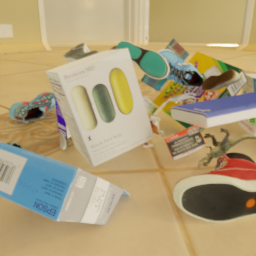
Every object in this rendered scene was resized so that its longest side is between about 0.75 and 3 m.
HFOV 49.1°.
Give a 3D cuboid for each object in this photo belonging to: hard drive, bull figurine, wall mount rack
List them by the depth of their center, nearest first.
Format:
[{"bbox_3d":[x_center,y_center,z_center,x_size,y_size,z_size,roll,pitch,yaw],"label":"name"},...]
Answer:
[{"bbox_3d":[2.926,-0.576,7.764,2.924,0.371,1.929,-11,12,-15],"label":"hard drive"},{"bbox_3d":[1.586,-0.828,8.803,0.911,0.391,1.048,6,-11,-34],"label":"wall mount rack"},{"bbox_3d":[0.734,0.145,9.153,0.730,1.203,0.392,38,24,-12],"label":"bull figurine"}]

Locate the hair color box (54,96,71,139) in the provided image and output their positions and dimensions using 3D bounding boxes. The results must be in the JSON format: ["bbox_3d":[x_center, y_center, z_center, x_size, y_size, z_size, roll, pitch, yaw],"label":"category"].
[{"bbox_3d":[-2.060,-0.539,9.932,0.526,1.625,0.888,24,41,27],"label":"hair color box"}]

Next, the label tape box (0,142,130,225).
[{"bbox_3d":[-1.420,1.314,6.037,2.091,0.965,2.919,13,-17,23],"label":"label tape box"}]

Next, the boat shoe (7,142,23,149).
[{"bbox_3d":[-3.599,0.659,8.982,0.483,0.475,1.340,-20,29,-40],"label":"boat shoe"}]

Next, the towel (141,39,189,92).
[{"bbox_3d":[1.367,-2.219,10.254,1.354,1.846,0.200,16,28,-54],"label":"towel"}]

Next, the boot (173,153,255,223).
[{"bbox_3d":[2.209,1.248,6.930,2.875,1.041,2.074,2,20,-15],"label":"boot"}]

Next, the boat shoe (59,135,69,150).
[{"bbox_3d":[-2.105,0.492,9.380,0.274,0.279,0.774,31,18,-29],"label":"boat shoe"}]

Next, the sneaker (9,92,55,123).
[{"bbox_3d":[-3.799,-0.777,12.185,1.159,0.962,2.425,27,42,34],"label":"sneaker"}]

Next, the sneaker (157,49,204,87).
[{"bbox_3d":[1.754,-1.980,9.621,2.364,0.927,1.063,9,27,-35],"label":"sneaker"}]

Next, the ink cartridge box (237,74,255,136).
[{"bbox_3d":[5.299,-0.893,10.657,1.512,2.070,1.519,-2,22,-4],"label":"ink cartridge box"}]

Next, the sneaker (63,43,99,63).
[{"bbox_3d":[-1.644,-2.434,10.755,1.021,1.164,2.904,-36,37,-6],"label":"sneaker"}]

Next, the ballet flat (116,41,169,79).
[{"bbox_3d":[0.497,-1.988,8.318,2.034,0.706,0.706,37,39,29],"label":"ballet flat"}]

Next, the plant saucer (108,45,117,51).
[{"bbox_3d":[-0.626,-2.028,10.509,0.344,2.142,2.142,0,20,-25],"label":"plant saucer"}]

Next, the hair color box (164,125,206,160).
[{"bbox_3d":[1.484,0.441,7.454,0.892,0.538,1.757,-23,-11,5],"label":"hair color box"}]

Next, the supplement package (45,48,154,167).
[{"bbox_3d":[-0.862,-0.698,8.273,2.029,2.673,2.014,-24,21,-18],"label":"supplement package"}]

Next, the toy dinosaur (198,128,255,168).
[{"bbox_3d":[1.895,0.307,5.656,1.316,0.580,0.312,-33,15,22],"label":"toy dinosaur"}]

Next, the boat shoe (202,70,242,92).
[{"bbox_3d":[2.812,-1.377,8.553,0.414,0.484,1.320,15,-13,-28],"label":"boat shoe"}]

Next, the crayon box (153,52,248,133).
[{"bbox_3d":[2.663,-1.382,10.753,0.796,2.730,2.356,40,2,-44],"label":"crayon box"}]

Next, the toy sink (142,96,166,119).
[{"bbox_3d":[0.516,-0.553,10.012,0.775,1.384,0.902,45,47,-1],"label":"toy sink"}]
